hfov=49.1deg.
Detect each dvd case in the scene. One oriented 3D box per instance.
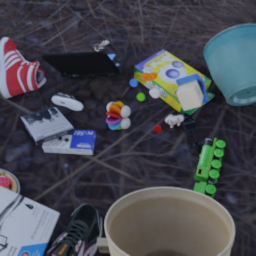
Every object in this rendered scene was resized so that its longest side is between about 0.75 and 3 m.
[{"bbox_3d":[-2.622,-0.120,9.015,1.228,0.202,1.634,-21,39,-26],"label":"dvd case"}]

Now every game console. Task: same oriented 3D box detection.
[{"bbox_3d":[-1.446,-2.599,10.089,2.428,1.413,2.135,3,45,19],"label":"game console"}]

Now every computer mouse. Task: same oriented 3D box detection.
[{"bbox_3d":[2.092,0.248,9.117,0.524,0.304,1.788,-9,58,-21],"label":"computer mouse"}]

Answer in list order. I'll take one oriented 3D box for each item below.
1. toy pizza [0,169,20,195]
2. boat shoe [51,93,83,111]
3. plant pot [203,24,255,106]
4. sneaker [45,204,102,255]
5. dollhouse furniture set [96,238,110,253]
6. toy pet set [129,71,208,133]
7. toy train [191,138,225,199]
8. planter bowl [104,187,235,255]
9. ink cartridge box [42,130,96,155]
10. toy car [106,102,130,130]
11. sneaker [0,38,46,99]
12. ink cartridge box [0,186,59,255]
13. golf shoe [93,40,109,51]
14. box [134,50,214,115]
[{"bbox_3d":[-4.047,1.736,7.482,2.143,0.339,2.143,4,34,-2],"label":"toy pizza"},{"bbox_3d":[-2.075,-0.959,9.870,1.266,0.454,0.429,14,50,25],"label":"boat shoe"},{"bbox_3d":[3.958,-1.993,9.709,2.244,2.244,2.108,-5,68,-4],"label":"plant pot"},{"bbox_3d":[-1.371,2.915,6.559,1.014,1.090,2.524,16,54,10],"label":"sneaker"},{"bbox_3d":[-0.513,3.220,6.569,0.923,0.700,1.053,1,53,1],"label":"dollhouse furniture set"},{"bbox_3d":[1.395,-1.111,8.902,1.883,2.017,1.071,-15,27,29],"label":"toy pet set"},{"bbox_3d":[2.299,1.268,8.136,0.663,0.490,2.350,13,57,17],"label":"toy train"},{"bbox_3d":[0.834,2.671,5.993,2.594,1.746,2.594,-2,17,1],"label":"planter bowl"},{"bbox_3d":[-1.849,0.432,8.884,1.551,0.343,0.729,3,54,2],"label":"ink cartridge box"},{"bbox_3d":[-0.410,-0.349,9.049,0.829,0.947,0.710,17,29,32],"label":"toy car"},{"bbox_3d":[-3.993,-2.407,10.604,1.580,1.000,2.809,-12,61,-4],"label":"sneaker"},{"bbox_3d":[-2.972,2.331,6.330,2.238,0.944,1.634,29,42,-13],"label":"ink cartridge box"},{"bbox_3d":[-1.097,-3.470,11.907,0.763,0.294,0.336,-30,79,-18],"label":"golf shoe"},{"bbox_3d":[1.707,-1.698,10.303,1.618,0.667,2.759,-36,62,-24],"label":"box"}]
